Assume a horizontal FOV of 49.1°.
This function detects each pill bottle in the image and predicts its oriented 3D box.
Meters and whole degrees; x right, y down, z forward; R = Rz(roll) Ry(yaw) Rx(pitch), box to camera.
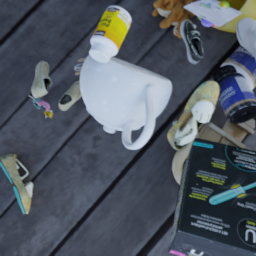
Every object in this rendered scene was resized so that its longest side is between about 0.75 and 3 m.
[{"bbox_3d":[2.673,-0.880,7.091,0.799,0.799,1.429,-11,57,-1],"label":"pill bottle"},{"bbox_3d":[4.436,-2.472,9.660,1.332,1.332,2.399,44,85,5],"label":"pill bottle"},{"bbox_3d":[-0.398,-1.947,5.898,0.608,0.608,1.113,22,74,2],"label":"pill bottle"}]

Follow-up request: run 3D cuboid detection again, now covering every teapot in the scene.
[{"bbox_3d":[-0.182,-0.695,7.096,2.465,2.498,1.824,24,104,14],"label":"teapot"}]

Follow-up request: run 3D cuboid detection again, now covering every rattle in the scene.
[{"bbox_3d":[2.215,0.860,9.078,1.754,1.925,2.694,-3,90,19],"label":"rattle"}]

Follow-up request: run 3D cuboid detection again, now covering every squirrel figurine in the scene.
[{"bbox_3d":[1.901,-4.122,9.972,1.707,1.208,1.593,-43,92,-2],"label":"squirrel figurine"}]

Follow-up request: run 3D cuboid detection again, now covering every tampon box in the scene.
[{"bbox_3d":[2.134,1.795,6.646,1.834,1.545,2.448,13,53,9],"label":"tampon box"}]

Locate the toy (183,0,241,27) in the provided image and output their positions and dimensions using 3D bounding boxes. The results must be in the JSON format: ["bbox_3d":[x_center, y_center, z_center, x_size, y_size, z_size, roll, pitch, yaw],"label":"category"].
[{"bbox_3d":[2.120,-2.841,7.100,0.986,0.404,1.712,35,47,16],"label":"toy"}]

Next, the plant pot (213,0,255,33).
[{"bbox_3d":[4.098,-4.164,9.662,1.536,2.164,2.164,20,83,-21],"label":"plant pot"}]

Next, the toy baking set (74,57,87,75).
[{"bbox_3d":[-1.009,-1.781,8.043,1.095,1.427,0.166,-24,87,-9],"label":"toy baking set"}]

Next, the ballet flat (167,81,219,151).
[{"bbox_3d":[1.555,-0.189,6.565,0.682,0.682,1.929,34,125,4],"label":"ballet flat"}]

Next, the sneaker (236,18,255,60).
[{"bbox_3d":[3.786,-2.513,7.950,0.837,0.812,2.292,-18,56,4],"label":"sneaker"}]

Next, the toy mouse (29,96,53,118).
[{"bbox_3d":[-2.222,-0.591,7.224,0.176,0.908,0.807,-50,116,-20],"label":"toy mouse"}]

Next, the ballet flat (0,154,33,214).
[{"bbox_3d":[-3.668,1.845,9.541,0.752,0.752,2.127,-27,85,-3],"label":"ballet flat"}]

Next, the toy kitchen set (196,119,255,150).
[{"bbox_3d":[3.238,0.388,7.597,2.019,1.822,1.648,33,89,-5],"label":"toy kitchen set"}]

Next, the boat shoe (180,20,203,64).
[{"bbox_3d":[1.899,-2.563,8.101,0.488,0.440,1.381,-7,77,-21],"label":"boat shoe"}]

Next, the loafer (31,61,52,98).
[{"bbox_3d":[-2.066,-1.184,6.866,0.376,0.416,1.100,-2,59,4],"label":"loafer"}]

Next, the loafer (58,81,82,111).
[{"bbox_3d":[-2.000,-1.154,9.965,0.483,0.436,1.277,36,85,4],"label":"loafer"}]
